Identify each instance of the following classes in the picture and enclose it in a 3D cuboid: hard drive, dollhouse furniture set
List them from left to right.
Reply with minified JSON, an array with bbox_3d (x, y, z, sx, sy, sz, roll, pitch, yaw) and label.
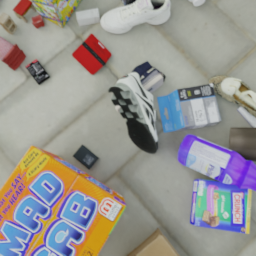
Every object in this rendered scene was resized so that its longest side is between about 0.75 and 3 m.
[{"bbox_3d":[-4.172,-3.613,10.389,1.393,1.053,2.589,33,81,6],"label":"dollhouse furniture set"},{"bbox_3d":[-1.520,1.048,10.023,0.780,0.128,0.544,38,82,6],"label":"hard drive"},{"bbox_3d":[5.078,-0.349,10.216,1.224,0.235,1.856,-39,82,-6],"label":"hard drive"}]

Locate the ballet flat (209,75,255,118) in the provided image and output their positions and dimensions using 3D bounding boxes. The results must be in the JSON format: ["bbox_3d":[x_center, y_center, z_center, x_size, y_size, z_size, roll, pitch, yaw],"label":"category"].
[{"bbox_3d":[4.063,-1.176,9.850,2.594,0.977,0.880,38,89,13],"label":"ballet flat"}]

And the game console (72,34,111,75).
[{"bbox_3d":[-1.340,-2.731,10.432,1.110,0.659,0.956,43,54,-22],"label":"game console"}]

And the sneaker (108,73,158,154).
[{"bbox_3d":[0.519,-0.466,9.326,1.105,2.981,1.319,7,43,39],"label":"sneaker"}]

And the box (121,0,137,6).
[{"bbox_3d":[0.615,-5.939,10.556,2.340,1.546,1.342,-30,81,-5],"label":"box"}]

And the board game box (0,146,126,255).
[{"bbox_3d":[-2.068,2.644,8.256,2.927,2.927,2.929,31,80,4],"label":"board game box"}]

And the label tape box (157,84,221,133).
[{"bbox_3d":[2.159,-0.687,10.084,1.976,0.626,1.425,-10,80,-2],"label":"label tape box"}]

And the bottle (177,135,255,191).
[{"bbox_3d":[3.088,1.221,9.111,2.919,1.219,0.953,24,64,20],"label":"bottle"}]

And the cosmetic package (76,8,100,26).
[{"bbox_3d":[-1.541,-4.266,10.812,0.865,0.466,0.367,-10,80,-3],"label":"cosmetic package"}]

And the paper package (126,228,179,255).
[{"bbox_3d":[0.901,4.622,8.942,1.836,0.997,1.927,-38,83,-6],"label":"paper package"}]

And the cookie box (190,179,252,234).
[{"bbox_3d":[3.116,2.626,9.452,1.812,0.681,1.550,8,78,1],"label":"cookie box"}]

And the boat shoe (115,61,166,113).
[{"bbox_3d":[0.240,-1.515,10.238,2.175,0.812,1.008,-36,70,-10],"label":"boat shoe"}]

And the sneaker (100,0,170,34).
[{"bbox_3d":[0.259,-4.359,10.383,2.716,1.353,1.017,-15,81,-1],"label":"sneaker"}]

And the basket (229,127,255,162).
[{"bbox_3d":[4.377,0.563,9.388,1.875,1.691,1.275,3,79,20],"label":"basket"}]

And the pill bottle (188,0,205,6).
[{"bbox_3d":[2.563,-5.448,10.888,0.735,0.735,1.327,-15,80,-3],"label":"pill bottle"}]

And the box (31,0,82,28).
[{"bbox_3d":[-2.552,-5.101,10.274,1.143,1.805,1.874,30,80,5],"label":"box"}]

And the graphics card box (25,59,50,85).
[{"bbox_3d":[-3.403,-2.098,10.545,0.538,0.218,0.858,-37,81,-7],"label":"graphics card box"}]
